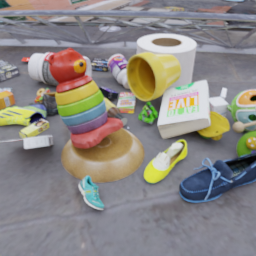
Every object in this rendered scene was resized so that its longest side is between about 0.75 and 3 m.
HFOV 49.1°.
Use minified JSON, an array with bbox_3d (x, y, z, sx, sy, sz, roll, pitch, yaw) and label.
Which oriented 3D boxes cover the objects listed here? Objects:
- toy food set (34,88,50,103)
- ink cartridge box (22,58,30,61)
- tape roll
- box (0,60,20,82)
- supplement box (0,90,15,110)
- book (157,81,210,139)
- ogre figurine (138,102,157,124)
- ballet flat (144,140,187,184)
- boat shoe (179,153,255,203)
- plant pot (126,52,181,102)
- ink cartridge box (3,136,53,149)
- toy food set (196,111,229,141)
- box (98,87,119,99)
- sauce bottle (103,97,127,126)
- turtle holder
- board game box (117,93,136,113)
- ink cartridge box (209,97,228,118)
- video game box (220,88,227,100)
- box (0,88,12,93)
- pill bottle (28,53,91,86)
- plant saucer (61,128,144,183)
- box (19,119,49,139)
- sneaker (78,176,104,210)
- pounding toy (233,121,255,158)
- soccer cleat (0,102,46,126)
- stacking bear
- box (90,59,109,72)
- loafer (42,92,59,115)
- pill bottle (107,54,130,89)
[{"bbox_3d":[-3.795,-1.418,12.358,0.851,0.209,0.860,-6,49,34],"label":"toy food set"},{"bbox_3d":[-5.573,-4.107,16.317,1.136,0.269,0.910,-3,24,-11],"label":"ink cartridge box"},{"bbox_3d":[1.816,-3.280,13.823,2.842,1.951,2.842,0,35,0],"label":"tape roll"},{"bbox_3d":[-6.933,-2.842,14.481,1.609,0.490,1.996,23,41,31],"label":"box"},{"bbox_3d":[-5.679,-1.022,11.823,0.544,0.563,1.636,28,42,33],"label":"supplement box"},{"bbox_3d":[2.195,-0.809,10.762,1.797,0.646,2.689,-13,33,21],"label":"book"},{"bbox_3d":[0.803,-0.526,10.960,0.608,0.497,1.014,40,30,-8],"label":"ogre figurine"},{"bbox_3d":[1.215,0.962,8.816,0.669,0.671,2.002,35,47,27],"label":"ballet flat"},{"bbox_3d":[2.661,1.269,8.141,2.679,0.919,1.127,-19,40,-20],"label":"boat shoe"},{"bbox_3d":[1.165,-2.244,11.595,1.785,1.898,1.898,-24,41,-31],"label":"plant pot"},{"bbox_3d":[-3.203,0.497,9.058,1.404,0.352,1.618,-8,0,-11],"label":"ink cartridge box"},{"bbox_3d":[2.944,-0.053,10.216,1.048,0.582,1.781,-32,34,-2],"label":"toy food set"},{"bbox_3d":[-0.897,-1.567,12.566,0.555,0.310,0.786,3,21,-46],"label":"box"},{"bbox_3d":[-0.668,-0.640,11.271,0.581,0.581,1.797,-21,43,-28],"label":"sauce bottle"},{"bbox_3d":[4.627,-0.427,10.053,1.472,1.938,1.376,-14,3,-8],"label":"turtle holder"},{"bbox_3d":[-0.064,-1.110,12.256,0.734,0.230,1.536,3,38,5],"label":"board game box"},{"bbox_3d":[3.441,-0.676,11.029,0.630,0.863,0.633,-8,36,-12],"label":"ink cartridge box"},{"bbox_3d":[3.866,-1.112,11.659,0.200,0.854,0.778,19,38,15],"label":"video game box"},{"bbox_3d":[-5.862,-1.609,12.973,0.916,0.183,0.627,-10,36,-13],"label":"box"},{"bbox_3d":[-3.267,-2.771,13.433,2.694,1.534,1.534,10,36,14],"label":"pill bottle"},{"bbox_3d":[-0.853,0.653,9.442,2.831,0.501,2.831,0,35,0],"label":"plant saucer"},{"bbox_3d":[-3.507,0.060,10.496,0.406,0.270,1.079,21,41,27],"label":"box"},{"bbox_3d":[-0.995,1.786,7.697,0.441,0.453,1.137,24,18,-50],"label":"sneaker"},{"bbox_3d":[4.080,0.442,8.794,1.272,0.764,1.647,-11,69,8],"label":"pounding toy"},{"bbox_3d":[-4.189,-0.395,10.848,2.033,0.657,0.850,-16,63,-11],"label":"soccer cleat"},{"bbox_3d":[-1.525,-1.004,8.642,1.590,2.796,1.698,2,27,46],"label":"stacking bear"},{"bbox_3d":[-1.542,-3.517,15.608,1.176,0.292,1.167,8,36,9],"label":"box"},{"bbox_3d":[-2.451,-1.288,11.873,2.439,0.882,0.888,-22,41,-32],"label":"loafer"},{"bbox_3d":[-0.260,-2.723,13.676,0.939,0.939,1.685,-18,58,-24],"label":"pill bottle"}]
